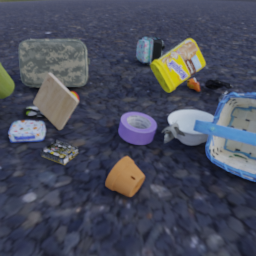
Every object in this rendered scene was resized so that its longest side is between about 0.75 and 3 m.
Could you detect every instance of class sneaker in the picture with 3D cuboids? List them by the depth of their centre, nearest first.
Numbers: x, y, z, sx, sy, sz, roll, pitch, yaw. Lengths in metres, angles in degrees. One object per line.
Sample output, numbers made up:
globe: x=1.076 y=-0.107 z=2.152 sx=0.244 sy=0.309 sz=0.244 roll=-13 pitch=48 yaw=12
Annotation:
sneaker: x=-2.868 y=-0.601 z=9.409 sx=1.241 sy=0.458 sz=0.502 roll=2 pitch=27 yaw=1
sneaker: x=2.680 y=-1.709 z=11.468 sx=0.423 sy=0.400 sz=1.097 roll=-17 pitch=24 yaw=4

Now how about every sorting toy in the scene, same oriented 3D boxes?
sorting toy: x=-2.128 y=-0.816 z=8.558 sx=1.254 sy=1.261 sz=0.439 roll=45 pitch=32 yaw=8

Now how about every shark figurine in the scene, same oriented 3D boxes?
shark figurine: x=1.242 y=0.088 z=7.163 sx=0.485 sy=1.162 sz=0.694 roll=37 pitch=82 yaw=12

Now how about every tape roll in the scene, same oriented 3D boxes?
tape roll: x=0.269 y=0.006 z=8.147 sx=1.051 sy=0.447 sz=1.051 roll=8 pitch=34 yaw=-6

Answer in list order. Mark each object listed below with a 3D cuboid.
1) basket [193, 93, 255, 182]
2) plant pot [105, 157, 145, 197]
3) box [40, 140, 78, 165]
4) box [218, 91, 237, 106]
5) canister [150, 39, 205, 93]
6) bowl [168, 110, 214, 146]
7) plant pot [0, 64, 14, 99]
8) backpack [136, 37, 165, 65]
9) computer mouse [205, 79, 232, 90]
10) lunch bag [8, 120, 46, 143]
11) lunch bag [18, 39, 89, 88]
basket: x=2.943 y=0.246 z=6.158 sx=2.437 sy=1.923 sz=2.764 roll=18 pitch=4 yaw=29
plant pot: x=-0.023 y=1.127 z=6.160 sx=0.574 sy=0.820 sz=0.820 roll=34 pitch=42 yaw=19
box: x=-1.828 y=0.645 z=7.496 sx=0.783 sy=0.193 sz=0.625 roll=15 pitch=36 yaw=24
box: x=3.848 y=-1.105 z=10.519 sx=0.674 sy=0.183 sz=0.842 roll=21 pitch=36 yaw=31
canister: x=1.916 y=-2.394 z=10.696 sx=1.779 sy=1.321 sz=0.770 roll=-36 pitch=20 yaw=-7
bowl: x=1.831 y=0.060 z=8.049 sx=1.424 sy=0.640 sz=1.424 roll=-1 pitch=30 yaw=0
plant pot: x=-4.451 y=-1.582 z=9.170 sx=1.337 sy=1.270 sz=1.337 roll=-5 pitch=65 yaw=11
backpack: x=1.049 y=-3.927 z=14.235 sx=1.164 sy=1.373 sz=1.546 roll=-3 pitch=25 yaw=-14
computer mouse: x=3.444 y=-1.737 z=10.922 sx=0.840 sy=0.320 sz=1.212 roll=19 pitch=-1 yaw=-13
lunch bag: x=-2.969 y=0.124 z=8.211 sx=1.024 sy=0.387 sz=0.821 roll=-4 pitch=32 yaw=-8
lunch bag: x=-3.039 y=-2.732 z=11.774 sx=2.767 sy=1.928 sz=2.321 roll=-2 pitch=13 yaw=-6
